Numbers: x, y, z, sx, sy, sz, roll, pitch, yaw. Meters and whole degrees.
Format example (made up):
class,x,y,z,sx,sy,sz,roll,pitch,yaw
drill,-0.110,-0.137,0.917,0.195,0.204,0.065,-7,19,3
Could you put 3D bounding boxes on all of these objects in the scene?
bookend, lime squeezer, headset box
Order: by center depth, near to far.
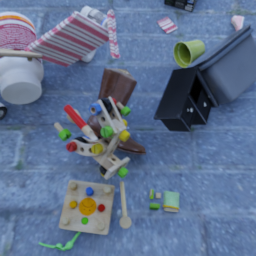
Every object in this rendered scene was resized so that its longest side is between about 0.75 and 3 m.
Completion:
class,x,y,z,sx,sy,sz,roll,pitch,yaw
lime squeezer,-1.871,3.269,7.981,1.340,0.253,0.473,-17,66,-7
bookend,1.868,-0.524,8.639,0.877,1.893,1.905,1,56,41
headset box,2.427,-5.899,12.009,1.330,0.709,1.527,21,67,10

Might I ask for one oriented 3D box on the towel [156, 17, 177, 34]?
class,x,y,z,sx,sy,sz,roll,pitch,yaw
towel,1.613,-4.243,11.581,0.550,0.087,0.763,-30,69,-12

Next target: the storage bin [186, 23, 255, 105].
class,x,y,z,sx,sy,sz,roll,pitch,yaw
storage bin,3.423,-2.043,9.798,2.566,1.867,1.723,-37,98,-16

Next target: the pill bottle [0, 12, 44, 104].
class,x,y,z,sx,sy,sz,roll,pitch,yaw
pill bottle,-3.932,-2.418,9.843,1.687,1.687,2.986,-15,65,-7

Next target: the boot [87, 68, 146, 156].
class,x,y,z,sx,sy,sz,roll,pitch,yaw
boot,-0.080,-0.557,8.825,2.261,0.779,2.426,23,97,7

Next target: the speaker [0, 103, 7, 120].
class,x,y,z,sx,sy,sz,roll,pitch,yaw
speaker,-4.985,-0.886,9.705,1.573,0.639,0.639,33,69,14

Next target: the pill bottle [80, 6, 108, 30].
class,x,y,z,sx,sy,sz,roll,pitch,yaw
pill bottle,-1.286,-4.348,11.288,1.241,0.706,0.706,34,69,15

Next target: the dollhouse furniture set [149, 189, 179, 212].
class,x,y,z,sx,sy,sz,roll,pitch,yaw
dollhouse furniture set,1.105,2.152,8.374,0.930,0.467,0.609,5,65,2

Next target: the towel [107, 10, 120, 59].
class,x,y,z,sx,sy,sz,roll,pitch,yaw
towel,-0.450,-2.776,8.355,0.202,0.986,1.347,-7,109,-7

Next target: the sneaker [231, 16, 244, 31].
class,x,y,z,sx,sy,sz,roll,pitch,yaw
sneaker,4.409,-4.233,11.433,0.482,0.347,0.922,18,61,6

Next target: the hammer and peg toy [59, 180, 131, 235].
class,x,y,z,sx,sy,sz,roll,pitch,yaw
hammer and peg toy,-0.874,2.304,8.181,2.020,0.712,1.486,6,63,3

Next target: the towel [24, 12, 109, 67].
class,x,y,z,sx,sy,sz,roll,pitch,yaw
towel,-1.888,-2.782,9.027,2.438,1.784,0.365,-22,75,30

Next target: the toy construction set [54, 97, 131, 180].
class,x,y,z,sx,sy,sz,roll,pitch,yaw
toy construction set,-0.625,0.385,7.368,2.028,2.432,1.868,-45,73,7

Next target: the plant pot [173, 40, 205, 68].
class,x,y,z,sx,sy,sz,roll,pitch,yaw
plant pot,2.360,-2.874,10.544,0.905,0.985,0.985,-26,67,-24

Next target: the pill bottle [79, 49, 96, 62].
class,x,y,z,sx,sy,sz,roll,pitch,yaw
pill bottle,-2.099,-3.164,10.627,1.601,0.899,0.899,23,67,11

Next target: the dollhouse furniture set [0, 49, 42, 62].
class,x,y,z,sx,sy,sz,roll,pitch,yaw
dollhouse furniture set,-3.828,-1.328,8.303,1.882,1.979,1.613,19,21,33
